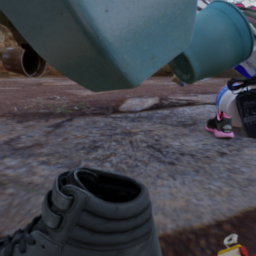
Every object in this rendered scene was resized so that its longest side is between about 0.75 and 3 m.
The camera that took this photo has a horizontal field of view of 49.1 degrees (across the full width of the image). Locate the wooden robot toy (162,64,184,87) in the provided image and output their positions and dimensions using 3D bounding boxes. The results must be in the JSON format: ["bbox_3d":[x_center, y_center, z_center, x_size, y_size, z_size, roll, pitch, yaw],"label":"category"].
[{"bbox_3d":[1.543,-2.000,8.724,1.087,1.055,2.395,27,4,1],"label":"wooden robot toy"}]

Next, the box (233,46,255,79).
[{"bbox_3d":[4.161,-2.777,9.192,0.896,1.709,1.571,22,43,-27],"label":"box"}]

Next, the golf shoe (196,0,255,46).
[{"bbox_3d":[2.145,-2.704,7.366,2.873,1.109,1.266,1,46,4],"label":"golf shoe"}]

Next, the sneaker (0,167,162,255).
[{"bbox_3d":[-0.807,0.926,2.420,2.304,1.142,0.814,-4,15,-10],"label":"sneaker"}]

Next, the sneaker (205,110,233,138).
[{"bbox_3d":[2.732,-0.180,8.338,0.608,0.734,1.540,-2,11,-2],"label":"sneaker"}]

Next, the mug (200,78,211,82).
[{"bbox_3d":[2.714,-2.132,10.526,0.886,1.011,0.746,-31,32,40],"label":"mug"}]

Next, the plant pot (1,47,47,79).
[{"bbox_3d":[-3.336,-2.121,8.869,1.042,1.052,1.052,9,15,26],"label":"plant pot"}]

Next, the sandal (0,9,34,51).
[{"bbox_3d":[-2.251,-2.111,6.703,0.833,0.599,2.098,-17,-41,39],"label":"sandal"}]

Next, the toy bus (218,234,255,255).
[{"bbox_3d":[0.927,1.324,2.427,0.685,0.354,0.646,-33,-3,-15],"label":"toy bus"}]

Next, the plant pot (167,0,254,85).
[{"bbox_3d":[1.696,-1.773,6.309,1.458,1.551,1.551,-36,21,-9],"label":"plant pot"}]

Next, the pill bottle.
[{"bbox_3d":[3.760,-0.780,9.545,1.360,1.360,2.423,2,13,11],"label":"pill bottle"}]

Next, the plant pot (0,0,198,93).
[{"bbox_3d":[-0.422,-2.230,5.077,2.779,2.831,2.771,-40,24,-24],"label":"plant pot"}]

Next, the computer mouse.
[{"bbox_3d":[3.653,-0.594,8.089,1.294,1.868,0.492,-9,-11,19],"label":"computer mouse"}]
